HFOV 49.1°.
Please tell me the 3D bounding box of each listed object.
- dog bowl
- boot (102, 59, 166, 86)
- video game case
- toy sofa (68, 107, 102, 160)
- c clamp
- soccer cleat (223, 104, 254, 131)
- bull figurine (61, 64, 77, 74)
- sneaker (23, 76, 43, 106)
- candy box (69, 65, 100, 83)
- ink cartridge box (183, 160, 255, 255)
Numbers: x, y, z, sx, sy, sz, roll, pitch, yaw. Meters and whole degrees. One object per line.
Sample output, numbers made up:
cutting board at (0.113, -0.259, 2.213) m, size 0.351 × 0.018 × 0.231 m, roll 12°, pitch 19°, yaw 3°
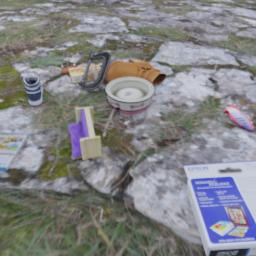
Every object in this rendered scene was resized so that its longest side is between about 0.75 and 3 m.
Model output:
dog bowl at (0.082, -1.449, 12.751) m, size 2.199 × 0.811 × 2.199 m, roll 0°, pitch 39°, yaw 0°
boot at (0.332, -2.642, 14.226) m, size 2.278 × 1.085 × 2.945 m, roll 33°, pitch 50°, yaw 30°
video game case at (-4.690, 0.814, 10.284) m, size 1.350 × 0.168 × 1.886 m, roll 3°, pitch 37°, yaw 5°
toy sofa at (-1.696, 0.147, 10.554) m, size 1.080 × 0.916 × 2.213 m, roll -7°, pitch 37°, yaw -11°
c clamp at (-1.859, -2.987, 14.345) m, size 2.228 × 0.353 × 2.608 m, roll -5°, pitch 61°, yaw 29°
soccer cleat at (4.601, -0.356, 11.675) m, size 0.616 × 0.537 × 1.610 m, roll -33°, pitch 44°, yaw 9°
bull figurine at (-3.158, -3.271, 15.609) m, size 1.188 × 0.387 × 0.721 m, roll -11°, pitch 35°, yaw -17°
sneaker at (-4.525, -2.091, 13.314) m, size 0.778 × 1.205 × 2.221 m, roll -12°, pitch 38°, yaw -15°
candy box at (-2.263, -2.911, 15.039) m, size 1.685 × 0.466 × 0.973 m, roll -11°, pitch 38°, yaw -15°
ink cartridge box at (3.254, 2.186, 8.071) m, size 2.836 × 0.674 × 2.870 m, roll -3°, pitch 35°, yaw -2°
